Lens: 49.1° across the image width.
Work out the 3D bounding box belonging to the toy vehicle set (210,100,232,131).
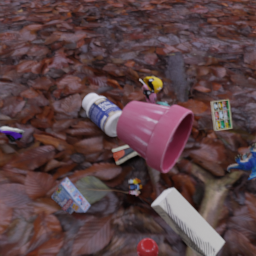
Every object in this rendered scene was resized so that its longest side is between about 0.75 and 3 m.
[{"bbox_3d":[3.399,-0.464,10.206,0.666,1.072,0.142,-9,4,-10],"label":"toy vehicle set"}]

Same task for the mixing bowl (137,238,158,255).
[{"bbox_3d":[0.678,4.111,9.635,0.751,0.407,0.751,0,44,0],"label":"mixing bowl"}]

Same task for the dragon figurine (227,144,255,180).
[{"bbox_3d":[4.017,1.222,8.783,0.673,2.286,1.137,-5,57,-38],"label":"dragon figurine"}]

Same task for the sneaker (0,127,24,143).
[{"bbox_3d":[-4.437,0.294,10.657,0.378,1.087,0.541,18,90,25],"label":"sneaker"}]

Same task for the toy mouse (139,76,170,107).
[{"bbox_3d":[1.193,-1.207,11.751,0.487,2.238,2.518,-25,35,-9],"label":"toy mouse"}]

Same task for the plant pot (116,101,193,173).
[{"bbox_3d":[0.862,0.120,10.133,2.164,2.418,2.418,24,48,23],"label":"plant pot"}]

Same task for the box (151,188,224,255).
[{"bbox_3d":[1.688,2.750,8.085,2.071,0.851,0.708,45,69,6],"label":"box"}]

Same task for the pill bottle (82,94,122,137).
[{"bbox_3d":[-1.238,-0.738,14.127,1.362,1.362,2.453,-30,51,-28],"label":"pill bottle"}]

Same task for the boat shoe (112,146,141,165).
[{"bbox_3d":[0.387,1.022,12.768,2.271,0.808,0.710,-16,87,-21],"label":"boat shoe"}]

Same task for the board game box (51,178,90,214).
[{"bbox_3d":[-1.764,2.238,8.561,1.099,1.100,0.339,41,37,2],"label":"board game box"}]

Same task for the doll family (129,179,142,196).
[{"bbox_3d":[0.296,2.371,11.523,0.515,0.374,0.830,-2,43,-2],"label":"doll family"}]
